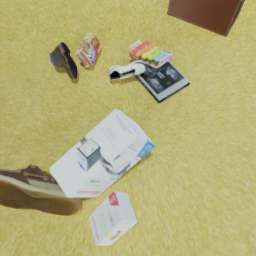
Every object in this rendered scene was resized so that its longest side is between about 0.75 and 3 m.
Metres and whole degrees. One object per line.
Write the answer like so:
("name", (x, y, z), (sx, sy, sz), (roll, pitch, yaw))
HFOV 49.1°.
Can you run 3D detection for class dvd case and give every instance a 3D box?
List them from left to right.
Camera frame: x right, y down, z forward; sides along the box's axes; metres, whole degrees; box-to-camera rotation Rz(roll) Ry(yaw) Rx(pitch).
("dvd case", (1.052, -1.815, 9.647), (1.335, 0.220, 1.777), (-32, 67, -14))

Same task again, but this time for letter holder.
("letter holder", (2.941, -4.883, 10.364), (2.525, 1.794, 1.270), (27, 66, 14))

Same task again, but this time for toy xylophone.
("toy xylophone", (0.831, -2.597, 9.660), (1.561, 0.392, 1.143), (26, 57, 29))

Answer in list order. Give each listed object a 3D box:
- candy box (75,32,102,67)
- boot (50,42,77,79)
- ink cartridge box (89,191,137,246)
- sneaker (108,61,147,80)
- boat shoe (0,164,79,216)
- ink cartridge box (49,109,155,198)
("candy box", (-1.363, -2.737, 9.788), (0.313, 0.646, 1.108), (-9, 46, 31))
("boot", (-2.203, -2.163, 9.562), (0.658, 0.507, 1.357), (-25, 79, 25))
("ink cartridge box", (-0.392, 2.207, 6.801), (0.467, 1.119, 0.812), (19, 34, -37))
("sneaker", (-0.023, -1.847, 9.293), (1.359, 0.501, 0.544), (-9, 31, 18))
("boat shoe", (-2.551, 1.481, 7.293), (2.678, 0.966, 0.964), (16, 35, -13))
("ink cartridge box", (-0.590, 0.732, 7.144), (2.227, 1.631, 0.956), (-43, 67, 6))
